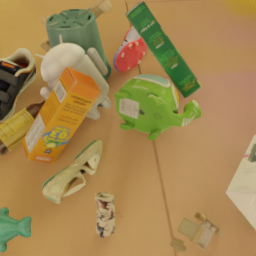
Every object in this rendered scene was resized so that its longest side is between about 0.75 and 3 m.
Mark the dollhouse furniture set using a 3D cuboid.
[{"bbox_3d":[1.574,2.378,5.836,1.083,0.529,0.924,40,76,-22],"label":"dollhouse furniture set"}]

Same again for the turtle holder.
[{"bbox_3d":[0.754,-0.731,7.538,2.090,1.588,1.484,-6,33,37],"label":"turtle holder"}]

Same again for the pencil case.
[{"bbox_3d":[-0.514,1.858,6.078,0.446,0.997,0.388,-5,14,-13],"label":"pencil case"}]

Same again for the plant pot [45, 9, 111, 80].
[{"bbox_3d":[-1.582,-2.479,8.651,1.921,1.882,1.921,-3,44,3],"label":"plant pot"}]

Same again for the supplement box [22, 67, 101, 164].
[{"bbox_3d":[-1.683,-0.236,6.882,0.797,2.395,0.824,16,30,-43],"label":"supplement box"}]

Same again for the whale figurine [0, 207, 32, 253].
[{"bbox_3d":[-2.642,2.125,5.874,1.150,0.597,0.915,-4,69,-1],"label":"whale figurine"}]

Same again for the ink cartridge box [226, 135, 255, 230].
[{"bbox_3d":[3.350,1.043,6.430,1.392,0.800,2.378,50,58,-14],"label":"ink cartridge box"}]

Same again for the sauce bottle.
[{"bbox_3d":[-2.766,-0.174,7.769,0.725,0.725,2.240,37,61,24],"label":"sauce bottle"}]

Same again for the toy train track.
[{"bbox_3d":[-1.760,-3.228,9.171,2.845,1.632,0.463,-26,47,23],"label":"toy train track"}]

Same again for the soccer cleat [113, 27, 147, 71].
[{"bbox_3d":[0.138,-2.923,9.910,1.014,0.885,2.653,9,55,39],"label":"soccer cleat"}]

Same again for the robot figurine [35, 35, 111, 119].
[{"bbox_3d":[-1.430,-1.308,7.670,1.972,2.325,1.313,-48,30,-20],"label":"robot figurine"}]

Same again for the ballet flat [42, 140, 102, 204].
[{"bbox_3d":[-1.167,1.074,6.868,0.636,0.688,2.040,35,52,16],"label":"ballet flat"}]

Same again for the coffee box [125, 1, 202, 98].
[{"bbox_3d":[0.975,-2.262,8.009,0.609,2.767,1.701,-36,18,13],"label":"coffee box"}]

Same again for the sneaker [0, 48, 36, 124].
[{"bbox_3d":[-3.717,-1.266,8.328,1.114,1.128,2.841,20,56,-2],"label":"sneaker"}]
